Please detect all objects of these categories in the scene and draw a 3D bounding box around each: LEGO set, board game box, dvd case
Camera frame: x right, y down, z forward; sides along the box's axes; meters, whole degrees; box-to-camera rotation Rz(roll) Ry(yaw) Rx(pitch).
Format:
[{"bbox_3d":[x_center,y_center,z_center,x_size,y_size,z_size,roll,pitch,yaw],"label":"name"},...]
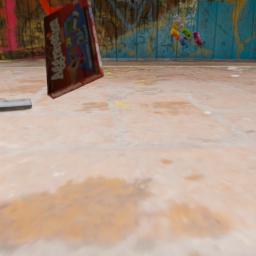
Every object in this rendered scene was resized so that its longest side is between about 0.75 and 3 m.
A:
[{"bbox_3d":[2.088,-3.774,10.886,0.681,0.733,1.785,-27,-33,36],"label":"LEGO set"},{"bbox_3d":[-1.458,-2.116,7.064,1.407,2.733,0.266,-22,-31,16],"label":"board game box"},{"bbox_3d":[-5.035,-0.962,11.700,1.887,0.166,1.346,-7,19,-20],"label":"dvd case"}]

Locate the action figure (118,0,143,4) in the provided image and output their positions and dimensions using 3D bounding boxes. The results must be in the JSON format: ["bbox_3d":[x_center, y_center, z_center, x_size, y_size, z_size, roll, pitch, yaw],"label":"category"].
[{"bbox_3d":[0.094,-4.839,10.433,1.171,0.406,0.762,8,26,31],"label":"action figure"}]
